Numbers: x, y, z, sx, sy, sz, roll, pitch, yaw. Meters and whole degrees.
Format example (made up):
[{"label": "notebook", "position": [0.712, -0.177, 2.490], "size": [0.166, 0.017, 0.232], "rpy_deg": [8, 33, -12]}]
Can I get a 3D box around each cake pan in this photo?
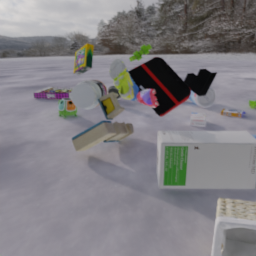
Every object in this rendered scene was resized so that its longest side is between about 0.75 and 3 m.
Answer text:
[{"label": "cake pan", "position": [-0.686, -1.773, 14.261], "size": [0.785, 0.785, 0.144], "rpy_deg": [7, 44, 22]}]

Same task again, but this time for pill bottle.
[{"label": "pill bottle", "position": [-1.411, -1.227, 10.256], "size": [1.047, 1.047, 1.800], "rpy_deg": [2, 12, 6]}, {"label": "pill bottle", "position": [3.709, -1.782, 14.709], "size": [1.053, 1.053, 1.936], "rpy_deg": [-3, 18, -10]}]

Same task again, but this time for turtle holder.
[{"label": "turtle holder", "position": [-2.709, -0.939, 12.514], "size": [0.835, 0.780, 1.099], "rpy_deg": [-4, 18, -11]}]

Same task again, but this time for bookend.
[{"label": "bookend", "position": [3.120, -2.198, 12.432], "size": [0.535, 1.154, 1.161], "rpy_deg": [-14, 45, -41]}]

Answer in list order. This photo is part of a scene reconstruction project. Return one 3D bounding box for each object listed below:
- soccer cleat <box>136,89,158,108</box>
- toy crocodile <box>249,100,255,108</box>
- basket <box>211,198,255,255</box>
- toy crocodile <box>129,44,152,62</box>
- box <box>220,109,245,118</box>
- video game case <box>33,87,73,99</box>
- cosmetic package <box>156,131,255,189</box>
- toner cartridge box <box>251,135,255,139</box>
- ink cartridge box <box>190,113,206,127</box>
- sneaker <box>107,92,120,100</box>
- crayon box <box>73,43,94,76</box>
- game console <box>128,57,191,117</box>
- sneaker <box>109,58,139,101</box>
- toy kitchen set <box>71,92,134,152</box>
[{"label": "soccer cleat", "position": [0.531, -0.865, 8.290], "size": [0.633, 0.552, 1.654], "rpy_deg": [-13, 11, 7]}, {"label": "toy crocodile", "position": [6.259, -1.164, 14.069], "size": [0.359, 0.328, 1.063], "rpy_deg": [6, 23, 19]}, {"label": "basket", "position": [1.959, 1.671, 4.160], "size": [1.369, 0.928, 0.845], "rpy_deg": [5, 14, 15]}, {"label": "toy crocodile", "position": [0.615, -3.604, 13.508], "size": [1.344, 0.454, 0.415], "rpy_deg": [-43, 9, -19]}, {"label": "box", "position": [4.742, -0.661, 12.619], "size": [1.002, 0.208, 0.597], "rpy_deg": [12, 21, 27]}, {"label": "video game case", "position": [-4.166, -2.085, 16.745], "size": [2.196, 0.393, 1.991], "rpy_deg": [4, 18, 11]}, {"label": "cosmetic package", "position": [1.809, 0.727, 6.642], "size": [2.210, 1.189, 0.937], "rpy_deg": [-1, 17, 2]}, {"label": "toner cartridge box", "position": [3.909, 0.581, 8.230], "size": [2.228, 0.481, 1.058], "rpy_deg": [0, 18, 0]}, {"label": "ink cartridge box", "position": [2.809, -0.311, 11.241], "size": [0.598, 0.353, 1.040], "rpy_deg": [5, 18, 14]}, {"label": "sneaker", "position": [-1.091, -1.858, 15.553], "size": [1.346, 0.704, 0.507], "rpy_deg": [-9, 22, -23]}, {"label": "crayon box", "position": [-1.546, -2.349, 9.680], "size": [0.278, 0.822, 0.952], "rpy_deg": [12, -13, -34]}, {"label": "game console", "position": [1.123, -1.563, 10.207], "size": [1.843, 0.323, 2.083], "rpy_deg": [-34, 77, -26]}, {"label": "sneaker", "position": [-0.112, -1.548, 9.451], "size": [0.627, 1.655, 0.869], "rpy_deg": [-27, -31, 21]}, {"label": "toy kitchen set", "position": [-0.935, -0.282, 8.857], "size": [1.207, 1.642, 2.049], "rpy_deg": [-29, -12, 20]}]
